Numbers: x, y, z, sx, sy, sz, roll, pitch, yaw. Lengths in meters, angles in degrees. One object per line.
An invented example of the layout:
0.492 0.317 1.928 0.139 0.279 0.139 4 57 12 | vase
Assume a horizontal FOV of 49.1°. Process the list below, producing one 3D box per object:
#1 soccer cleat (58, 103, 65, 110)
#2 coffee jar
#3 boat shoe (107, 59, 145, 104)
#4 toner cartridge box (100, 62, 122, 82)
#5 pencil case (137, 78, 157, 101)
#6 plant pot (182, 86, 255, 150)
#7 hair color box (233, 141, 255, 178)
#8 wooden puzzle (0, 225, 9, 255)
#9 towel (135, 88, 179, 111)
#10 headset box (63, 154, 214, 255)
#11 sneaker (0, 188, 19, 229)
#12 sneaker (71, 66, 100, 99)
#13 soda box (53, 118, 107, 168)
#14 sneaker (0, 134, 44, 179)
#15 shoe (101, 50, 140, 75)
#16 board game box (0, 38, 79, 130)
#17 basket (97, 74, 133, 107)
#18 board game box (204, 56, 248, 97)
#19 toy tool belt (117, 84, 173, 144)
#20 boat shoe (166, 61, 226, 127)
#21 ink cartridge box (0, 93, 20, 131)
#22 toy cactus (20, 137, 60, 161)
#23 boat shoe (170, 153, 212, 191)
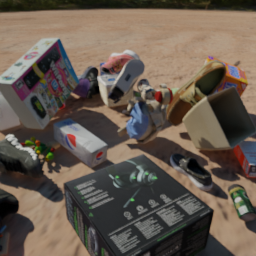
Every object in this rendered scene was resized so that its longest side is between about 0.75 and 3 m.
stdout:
-3.514 -0.911 11.952 1.636 0.558 0.599 -13 23 -30 | soccer cleat
2.827 1.845 6.990 0.465 0.381 0.893 29 34 -29 | coffee jar
-0.133 -1.976 11.774 0.840 1.043 2.250 40 52 -5 | boat shoe
-0.624 -2.596 14.437 0.491 1.081 2.277 -22 36 -33 | toner cartridge box
0.843 -1.647 12.396 0.613 0.705 1.576 33 19 -30 | pencil case
2.866 -0.156 9.298 1.707 1.705 1.511 -21 -6 -38 | plant pot
3.918 0.942 8.709 0.822 0.474 1.483 2 25 4 | hair color box
-2.981 2.600 6.136 0.714 0.124 1.059 -14 30 -18 | wooden puzzle
1.933 -1.229 12.810 2.914 0.447 2.174 -6 28 -7 | towel
0.070 1.896 6.244 2.288 1.219 2.628 -17 34 -31 | headset box
-3.427 2.100 6.063 1.132 0.947 2.494 18 32 15 | sneaker
-1.830 -2.153 14.018 1.269 1.097 2.897 25 32 0 | sneaker
-1.602 0.451 9.197 2.019 0.640 0.689 32 40 32 | soda box
-3.457 1.006 8.349 1.151 0.846 2.544 -27 36 -35 | sneaker
-0.403 -2.956 13.153 1.049 0.824 2.306 -52 32 -14 | shoe
-3.339 -1.759 10.880 0.957 2.197 2.978 5 48 26 | board game box
-0.576 -1.767 12.889 1.368 1.110 1.380 -11 30 -19 | basket
3.655 -1.692 11.444 1.623 1.622 1.624 22 34 3 | board game box
0.487 -0.417 9.283 1.382 2.248 1.404 -3 53 -20 | toy tool belt
2.390 -1.223 9.977 1.057 2.795 1.032 36 14 -7 | boat shoe
-5.159 -1.002 11.172 0.858 1.479 2.043 -20 35 -31 | ink cartridge box
-2.800 0.619 9.265 1.419 0.726 1.171 9 18 37 | toy cactus
1.853 1.143 8.302 0.597 0.565 1.707 -13 32 -21 | boat shoe
